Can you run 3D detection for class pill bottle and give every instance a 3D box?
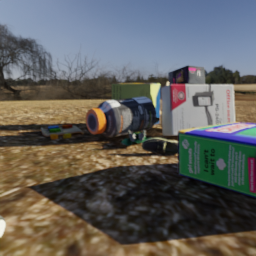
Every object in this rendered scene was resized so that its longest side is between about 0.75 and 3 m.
[{"bbox_3d":[-0.301,-0.427,11.283,2.755,1.463,1.463,-11,13,-37],"label":"pill bottle"}]

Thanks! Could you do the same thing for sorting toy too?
[{"bbox_3d":[-2.900,0.122,12.381,1.766,0.317,2.371,-3,9,-20],"label":"sorting toy"}]

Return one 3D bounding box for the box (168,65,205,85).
[{"bbox_3d":[2.539,-2.183,12.326,0.908,0.788,1.485,-1,-1,-27],"label":"box"}]

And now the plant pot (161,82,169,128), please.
[{"bbox_3d":[2.821,-0.999,13.621,2.102,2.297,2.297,7,10,14],"label":"plant pot"}]

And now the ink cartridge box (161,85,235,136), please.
[{"bbox_3d":[2.958,-0.750,11.839,2.874,2.087,1.198,-2,-1,-13],"label":"ink cartridge box"}]

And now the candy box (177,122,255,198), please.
[{"bbox_3d":[2.979,0.601,6.010,2.508,1.142,2.966,-9,11,-41],"label":"candy box"}]

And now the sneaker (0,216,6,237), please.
[{"bbox_3d":[-1.556,1.420,2.797,0.649,0.598,1.623,15,11,-4],"label":"sneaker"}]

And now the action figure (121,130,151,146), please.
[{"bbox_3d":[0.325,0.326,10.357,1.099,0.509,1.861,-1,1,1],"label":"action figure"}]

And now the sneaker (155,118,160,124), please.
[{"bbox_3d":[1.259,-0.283,13.825,0.769,0.295,0.322,-27,17,-18],"label":"sneaker"}]

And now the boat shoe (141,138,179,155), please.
[{"bbox_3d":[1.082,0.577,8.634,1.327,0.474,0.436,5,3,1],"label":"boat shoe"}]

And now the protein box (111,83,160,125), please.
[{"bbox_3d":[0.440,-1.323,15.562,2.296,2.279,1.549,4,9,25],"label":"protein box"}]
